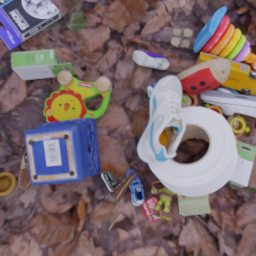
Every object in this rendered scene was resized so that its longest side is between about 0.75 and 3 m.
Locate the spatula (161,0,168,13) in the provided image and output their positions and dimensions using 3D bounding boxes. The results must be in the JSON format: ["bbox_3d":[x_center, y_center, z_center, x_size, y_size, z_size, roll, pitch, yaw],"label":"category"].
[{"bbox_3d":[1.650,-5.497,12.461,0.248,0.090,0.879,-13,78,-9],"label":"spatula"}]

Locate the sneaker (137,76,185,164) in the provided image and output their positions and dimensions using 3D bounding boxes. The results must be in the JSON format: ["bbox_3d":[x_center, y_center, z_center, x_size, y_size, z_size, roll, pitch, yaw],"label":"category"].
[{"bbox_3d":[1.262,-0.318,8.697,1.131,1.194,2.955,25,70,-28],"label":"sneaker"}]

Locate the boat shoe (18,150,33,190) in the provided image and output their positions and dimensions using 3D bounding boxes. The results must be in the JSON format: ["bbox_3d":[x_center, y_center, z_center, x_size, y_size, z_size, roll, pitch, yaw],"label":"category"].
[{"bbox_3d":[-3.620,1.251,10.319,0.773,0.733,2.042,11,75,3],"label":"boat shoe"}]

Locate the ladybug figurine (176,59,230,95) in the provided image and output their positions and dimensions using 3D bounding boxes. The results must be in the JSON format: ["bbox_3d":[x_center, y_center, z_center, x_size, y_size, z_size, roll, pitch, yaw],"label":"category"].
[{"bbox_3d":[2.662,-1.756,10.144,1.481,2.183,0.785,5,72,-45],"label":"ladybug figurine"}]

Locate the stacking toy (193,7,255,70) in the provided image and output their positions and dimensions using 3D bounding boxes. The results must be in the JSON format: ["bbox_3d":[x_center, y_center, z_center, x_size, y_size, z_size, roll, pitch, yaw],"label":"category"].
[{"bbox_3d":[4.272,-3.239,11.287,2.903,1.593,1.685,32,67,-3],"label":"stacking toy"}]

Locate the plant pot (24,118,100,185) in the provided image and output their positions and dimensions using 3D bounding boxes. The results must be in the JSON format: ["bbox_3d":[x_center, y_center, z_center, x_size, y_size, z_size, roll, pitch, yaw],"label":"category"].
[{"bbox_3d":[-2.226,0.808,9.461,2.092,1.881,2.092,-6,93,10],"label":"plant pot"}]

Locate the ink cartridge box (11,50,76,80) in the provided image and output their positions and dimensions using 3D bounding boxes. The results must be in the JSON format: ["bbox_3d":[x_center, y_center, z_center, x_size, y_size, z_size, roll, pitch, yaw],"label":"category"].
[{"bbox_3d":[-3.294,-2.503,11.105,2.231,1.158,0.661,-5,76,-1],"label":"ink cartridge box"}]

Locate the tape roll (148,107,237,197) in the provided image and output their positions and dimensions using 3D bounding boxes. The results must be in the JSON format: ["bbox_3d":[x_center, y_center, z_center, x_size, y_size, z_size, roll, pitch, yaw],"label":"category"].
[{"bbox_3d":[2.082,0.754,9.431,2.946,1.030,2.946,-13,56,19],"label":"tape roll"}]

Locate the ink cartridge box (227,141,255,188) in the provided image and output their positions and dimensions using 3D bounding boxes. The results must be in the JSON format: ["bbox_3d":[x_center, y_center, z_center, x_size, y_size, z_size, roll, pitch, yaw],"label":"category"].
[{"bbox_3d":[4.151,1.352,10.436,0.796,0.455,1.534,20,76,5],"label":"ink cartridge box"}]

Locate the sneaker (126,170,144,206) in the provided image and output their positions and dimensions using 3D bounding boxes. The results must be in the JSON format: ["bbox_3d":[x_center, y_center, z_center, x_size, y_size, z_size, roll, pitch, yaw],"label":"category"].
[{"bbox_3d":[0.288,2.133,10.142,0.486,0.541,1.315,-12,74,-20],"label":"sneaker"}]

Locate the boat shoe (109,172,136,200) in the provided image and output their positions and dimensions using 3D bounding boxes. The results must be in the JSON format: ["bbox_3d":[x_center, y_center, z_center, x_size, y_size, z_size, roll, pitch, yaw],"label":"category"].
[{"bbox_3d":[-0.187,1.968,9.821,0.399,0.399,1.134,35,71,20],"label":"boat shoe"}]

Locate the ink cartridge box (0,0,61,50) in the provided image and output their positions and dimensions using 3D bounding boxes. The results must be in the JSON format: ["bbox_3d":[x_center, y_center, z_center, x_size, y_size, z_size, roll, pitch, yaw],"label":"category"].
[{"bbox_3d":[-4.734,-5.111,12.121,2.667,0.579,2.642,-37,79,-8],"label":"ink cartridge box"}]

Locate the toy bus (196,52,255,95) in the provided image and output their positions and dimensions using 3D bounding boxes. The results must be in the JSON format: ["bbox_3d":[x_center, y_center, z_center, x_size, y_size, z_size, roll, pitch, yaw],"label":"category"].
[{"bbox_3d":[3.919,-2.158,11.036,2.508,0.816,0.982,18,39,5],"label":"toy bus"}]

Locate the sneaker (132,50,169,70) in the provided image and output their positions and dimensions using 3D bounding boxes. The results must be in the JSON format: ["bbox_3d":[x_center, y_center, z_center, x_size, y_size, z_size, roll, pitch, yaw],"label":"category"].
[{"bbox_3d":[0.957,-2.804,11.469,1.563,0.777,0.543,20,121,8],"label":"sneaker"}]

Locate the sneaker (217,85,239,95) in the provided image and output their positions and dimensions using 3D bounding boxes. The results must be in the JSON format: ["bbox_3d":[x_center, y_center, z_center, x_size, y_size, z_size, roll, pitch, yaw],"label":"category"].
[{"bbox_3d":[4.202,-1.403,11.193,1.230,0.477,0.561,29,73,6],"label":"sneaker"}]

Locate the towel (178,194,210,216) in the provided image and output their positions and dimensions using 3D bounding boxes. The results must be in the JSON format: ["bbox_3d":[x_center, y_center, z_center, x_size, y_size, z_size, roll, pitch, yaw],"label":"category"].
[{"bbox_3d":[2.393,2.749,10.192,1.155,0.211,0.857,-3,76,-1],"label":"towel"}]

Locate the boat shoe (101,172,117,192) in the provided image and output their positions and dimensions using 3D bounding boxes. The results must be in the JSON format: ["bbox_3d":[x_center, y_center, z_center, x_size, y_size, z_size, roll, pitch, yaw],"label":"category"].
[{"bbox_3d":[-0.624,1.995,10.192,0.931,0.296,0.329,55,45,-10],"label":"boat shoe"}]

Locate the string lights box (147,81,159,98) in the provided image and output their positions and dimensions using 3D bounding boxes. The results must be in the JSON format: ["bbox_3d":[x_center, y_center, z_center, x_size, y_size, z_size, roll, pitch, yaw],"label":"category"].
[{"bbox_3d":[1.244,-1.571,11.070,0.974,0.500,0.287,-30,55,-11],"label":"string lights box"}]

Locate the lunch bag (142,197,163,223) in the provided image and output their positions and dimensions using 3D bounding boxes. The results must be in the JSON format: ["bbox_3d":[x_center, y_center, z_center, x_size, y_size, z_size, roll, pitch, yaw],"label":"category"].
[{"bbox_3d":[0.854,2.958,10.092,0.710,0.330,0.806,-24,77,-1],"label":"lunch bag"}]

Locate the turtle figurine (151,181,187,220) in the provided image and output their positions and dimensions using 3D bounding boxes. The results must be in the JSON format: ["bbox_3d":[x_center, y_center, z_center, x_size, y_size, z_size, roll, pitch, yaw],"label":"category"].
[{"bbox_3d":[1.383,2.426,9.668,1.720,0.554,1.387,1,59,35],"label":"turtle figurine"}]

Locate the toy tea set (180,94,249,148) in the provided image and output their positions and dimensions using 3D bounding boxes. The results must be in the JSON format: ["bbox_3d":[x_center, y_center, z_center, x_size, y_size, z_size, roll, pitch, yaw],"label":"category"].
[{"bbox_3d":[3.055,-0.216,10.520,2.977,1.102,1.770,28,77,7],"label":"toy tea set"}]

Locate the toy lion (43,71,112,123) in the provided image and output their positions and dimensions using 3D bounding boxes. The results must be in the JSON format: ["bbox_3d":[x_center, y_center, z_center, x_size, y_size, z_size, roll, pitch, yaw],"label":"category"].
[{"bbox_3d":[-2.003,-0.927,10.964,2.424,0.832,2.323,9,82,2],"label":"toy lion"}]

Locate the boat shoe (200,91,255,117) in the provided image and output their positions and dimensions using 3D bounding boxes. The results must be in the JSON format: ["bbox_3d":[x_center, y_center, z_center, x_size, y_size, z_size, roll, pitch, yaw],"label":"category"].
[{"bbox_3d":[3.946,-0.853,10.726,2.408,0.886,0.787,13,117,17],"label":"boat shoe"}]

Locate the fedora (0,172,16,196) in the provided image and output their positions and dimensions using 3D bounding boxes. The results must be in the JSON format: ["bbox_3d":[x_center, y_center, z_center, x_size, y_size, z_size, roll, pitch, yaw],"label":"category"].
[{"bbox_3d":[-4.534,2.081,10.294,0.882,0.360,0.882,1,70,-3],"label":"fedora"}]

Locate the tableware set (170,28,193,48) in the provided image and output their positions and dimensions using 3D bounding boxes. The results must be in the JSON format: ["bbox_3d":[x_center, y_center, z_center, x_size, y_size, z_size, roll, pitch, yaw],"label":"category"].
[{"bbox_3d":[2.293,-3.872,12.020,0.845,0.117,1.012,13,76,3],"label":"tableware set"}]

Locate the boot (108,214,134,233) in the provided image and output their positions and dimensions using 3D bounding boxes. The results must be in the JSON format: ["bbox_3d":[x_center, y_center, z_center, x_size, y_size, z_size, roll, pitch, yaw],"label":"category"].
[{"bbox_3d":[-0.251,3.522,9.948,0.634,0.276,0.762,39,75,11],"label":"boot"}]
